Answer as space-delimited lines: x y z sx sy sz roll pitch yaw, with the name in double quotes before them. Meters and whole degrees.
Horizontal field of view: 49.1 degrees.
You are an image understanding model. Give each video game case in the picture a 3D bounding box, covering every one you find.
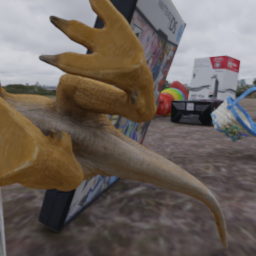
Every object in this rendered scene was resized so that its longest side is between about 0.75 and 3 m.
"video game case" -0.006 -0.344 3.630 0.337 2.642 2.387 23 14 14

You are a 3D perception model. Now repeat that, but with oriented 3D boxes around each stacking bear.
"stacking bear" 2.158 -1.426 15.520 1.624 1.734 2.856 44 34 16

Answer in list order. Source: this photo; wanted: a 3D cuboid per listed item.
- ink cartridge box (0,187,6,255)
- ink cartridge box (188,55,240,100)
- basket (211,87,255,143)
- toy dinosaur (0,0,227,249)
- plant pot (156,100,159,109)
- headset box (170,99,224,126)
"ink cartridge box" -1.846 0.664 1.932 1.793 1.040 2.429 -4 7 -27
"ink cartridge box" 4.413 -2.143 14.682 1.219 2.942 2.159 6 3 -36
"basket" 2.467 -0.260 5.942 1.018 1.154 0.803 30 33 -27
"toy dinosaur" -0.259 0.087 1.745 2.981 0.901 1.584 18 -16 -6
"plant pot" 0.354 -1.378 13.807 1.956 2.082 2.082 15 15 34
"headset box" 3.386 -0.742 12.247 1.949 0.984 2.623 7 11 42
